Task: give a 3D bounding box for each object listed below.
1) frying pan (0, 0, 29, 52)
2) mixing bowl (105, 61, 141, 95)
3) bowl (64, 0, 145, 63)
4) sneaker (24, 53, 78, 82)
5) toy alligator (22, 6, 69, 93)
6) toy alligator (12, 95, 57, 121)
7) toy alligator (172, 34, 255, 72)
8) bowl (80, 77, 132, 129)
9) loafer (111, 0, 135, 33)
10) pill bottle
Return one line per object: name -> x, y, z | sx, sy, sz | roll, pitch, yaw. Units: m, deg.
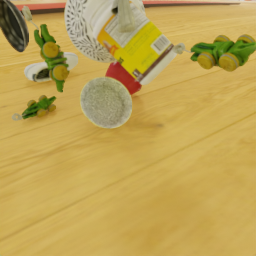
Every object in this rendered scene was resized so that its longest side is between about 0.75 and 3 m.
frying pan -> -2.233, -2.125, 4.969 | 0.263, 1.615, 0.977 | -34, 12, -31
mixing bowl -> -0.341, -1.696, 10.539 | 1.513, 1.513, 0.820 | 25, 62, 35
bowl -> -0.516, -3.517, 9.024 | 2.865, 2.865, 1.345 | -10, 20, -17
sneaker -> -3.245, -2.614, 12.542 | 2.588, 0.945, 0.916 | -31, 51, -28
toy alligator -> -2.151, -2.216, 7.818 | 0.594, 2.473, 0.820 | -26, 17, -20
toy alligator -> -3.122, -0.593, 9.358 | 0.611, 0.443, 1.845 | 45, 44, 9
toy alligator -> 1.555, -1.322, 5.082 | 0.630, 0.457, 1.901 | -46, 32, -12
bowl -> -0.792, -0.689, 8.891 | 1.684, 1.684, 0.790 | -18, -8, -27
loafer -> -0.161, -2.475, 5.704 | 0.409, 0.410, 1.172 | -13, 73, -1
pill bottle -> 0.021, -2.137, 6.579 | 2.182, 1.192, 1.192 | 44, 36, -5
